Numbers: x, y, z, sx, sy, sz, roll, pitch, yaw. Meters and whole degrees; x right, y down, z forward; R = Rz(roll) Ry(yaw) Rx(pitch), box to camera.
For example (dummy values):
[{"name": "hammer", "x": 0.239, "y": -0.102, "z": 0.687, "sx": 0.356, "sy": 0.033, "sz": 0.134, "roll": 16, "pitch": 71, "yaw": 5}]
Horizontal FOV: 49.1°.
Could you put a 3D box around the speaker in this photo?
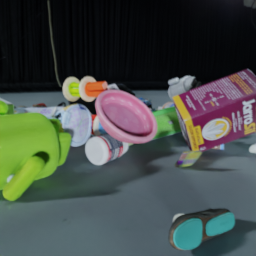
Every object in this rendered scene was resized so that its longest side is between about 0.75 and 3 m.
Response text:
[{"name": "speaker", "x": 1.514, "y": -0.233, "z": 10.743, "sx": 2.404, "sy": 1.063, "sz": 1.063, "roll": -16, "pitch": 13, "yaw": -4}]

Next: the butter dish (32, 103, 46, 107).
[{"name": "butter dish", "x": -5.240, "y": -0.960, "z": 16.698, "sx": 0.857, "sy": 0.634, "sz": 0.855, "roll": 51, "pitch": 37, "yaw": 16}]

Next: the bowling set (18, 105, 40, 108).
[{"name": "bowling set", "x": -5.371, "y": -0.593, "z": 13.579, "sx": 1.372, "sy": 1.058, "sz": 1.971, "roll": 10, "pitch": 15, "yaw": 40}]

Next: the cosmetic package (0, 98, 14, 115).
[{"name": "cosmetic package", "x": -4.407, "y": 0.125, "z": 8.055, "sx": 1.821, "sy": 1.823, "sz": 2.209, "roll": -7, "pitch": 14, "yaw": -33}]

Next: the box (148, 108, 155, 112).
[{"name": "box", "x": 0.554, "y": -0.729, "z": 13.298, "sx": 1.442, "sy": 0.354, "sz": 0.593, "roll": 3, "pitch": 14, "yaw": 7}]

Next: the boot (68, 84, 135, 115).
[{"name": "boot", "x": -1.200, "y": -1.311, "z": 12.628, "sx": 2.057, "sy": 0.819, "sz": 2.495, "roll": 15, "pitch": -21, "yaw": -39}]

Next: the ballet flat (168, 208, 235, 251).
[{"name": "ballet flat", "x": 1.064, "y": 1.575, "z": 4.454, "sx": 1.521, "sy": 0.517, "sz": 0.520, "roll": 4, "pitch": -2, "yaw": -37}]

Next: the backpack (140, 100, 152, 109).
[{"name": "backpack", "x": 0.584, "y": -1.178, "z": 16.724, "sx": 1.462, "sy": 0.984, "sz": 1.335, "roll": 4, "pitch": 13, "yaw": 25}]

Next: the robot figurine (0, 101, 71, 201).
[{"name": "robot figurine", "x": -2.779, "y": 0.526, "z": 6.473, "sx": 2.856, "sy": 1.652, "sz": 2.505, "roll": -9, "pitch": 46, "yaw": -42}]

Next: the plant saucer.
[{"name": "plant saucer", "x": -0.089, "y": -0.259, "z": 7.706, "sx": 1.862, "sy": 0.472, "sz": 1.862, "roll": 22, "pitch": 39, "yaw": -20}]

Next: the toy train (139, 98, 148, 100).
[{"name": "toy train", "x": 0.407, "y": -1.485, "z": 18.464, "sx": 2.170, "sy": 0.941, "sz": 1.240, "roll": -3, "pitch": 18, "yaw": -13}]

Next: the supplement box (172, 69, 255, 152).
[{"name": "supplement box", "x": 2.853, "y": -0.465, "z": 8.729, "sx": 2.504, "sy": 1.639, "sz": 1.292, "roll": -21, "pitch": 40, "yaw": 5}]

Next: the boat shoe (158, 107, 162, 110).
[{"name": "boat shoe", "x": 2.910, "y": -0.815, "z": 15.071, "sx": 2.730, "sy": 0.897, "sz": 0.982, "roll": 0, "pitch": 11, "yaw": 0}]

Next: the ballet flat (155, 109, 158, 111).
[{"name": "ballet flat", "x": 2.006, "y": -0.822, "z": 15.979, "sx": 1.723, "sy": 0.598, "sz": 0.598, "roll": 8, "pitch": 14, "yaw": 35}]

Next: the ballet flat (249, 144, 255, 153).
[{"name": "ballet flat", "x": 4.534, "y": 0.685, "z": 9.102, "sx": 1.214, "sy": 0.422, "sz": 0.422, "roll": -3, "pitch": 12, "yaw": -17}]

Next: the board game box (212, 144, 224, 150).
[{"name": "board game box", "x": 2.790, "y": 0.379, "z": 10.039, "sx": 1.136, "sy": 0.550, "sz": 0.906, "roll": 2, "pitch": 12, "yaw": 10}]

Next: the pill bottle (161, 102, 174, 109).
[{"name": "pill bottle", "x": 2.478, "y": -0.467, "z": 12.600, "sx": 1.214, "sy": 1.214, "sz": 2.166, "roll": -6, "pitch": 14, "yaw": -28}]

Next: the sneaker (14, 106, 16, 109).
[{"name": "sneaker", "x": -5.563, "y": -0.947, "z": 12.816, "sx": 0.684, "sy": 0.444, "sz": 1.184, "roll": -45, "pitch": -13, "yaw": 33}]

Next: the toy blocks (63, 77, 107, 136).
[{"name": "toy blocks", "x": -1.176, "y": -0.721, "z": 9.692, "sx": 2.510, "sy": 2.092, "sz": 0.911, "roll": 8, "pitch": 2, "yaw": 35}]

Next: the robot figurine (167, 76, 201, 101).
[{"name": "robot figurine", "x": 2.513, "y": -1.733, "z": 12.782, "sx": 0.990, "sy": 1.487, "sz": 1.754, "roll": -56, "pitch": 15, "yaw": -24}]

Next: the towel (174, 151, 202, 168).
[{"name": "towel", "x": 1.589, "y": 0.826, "z": 7.463, "sx": 0.565, "sy": 0.786, "sz": 0.090, "roll": -5, "pitch": 57, "yaw": -13}]

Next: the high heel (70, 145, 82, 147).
[{"name": "high heel", "x": -2.076, "y": 0.219, "z": 10.580, "sx": 0.942, "sy": 0.660, "sz": 1.959, "roll": 2, "pitch": 11, "yaw": 0}]

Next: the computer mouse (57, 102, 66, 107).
[{"name": "computer mouse", "x": -3.930, "y": -0.835, "z": 14.478, "sx": 1.660, "sy": 0.487, "sz": 0.283, "roll": -27, "pitch": 2, "yaw": 6}]

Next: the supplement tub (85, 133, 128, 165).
[{"name": "supplement tub", "x": -0.617, "y": 0.575, "z": 8.348, "sx": 0.828, "sy": 0.828, "sz": 1.181, "roll": 8, "pitch": 15, "yaw": 34}]

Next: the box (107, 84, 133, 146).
[{"name": "box", "x": -0.273, "y": -0.449, "z": 9.861, "sx": 0.336, "sy": 1.847, "sz": 1.333, "roll": -18, "pitch": 34, "yaw": -9}]

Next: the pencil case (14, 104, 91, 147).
[{"name": "pencil case", "x": -2.554, "y": -0.089, "z": 8.804, "sx": 2.964, "sy": 1.232, "sz": 1.344, "roll": 0, "pitch": -6, "yaw": 36}]
